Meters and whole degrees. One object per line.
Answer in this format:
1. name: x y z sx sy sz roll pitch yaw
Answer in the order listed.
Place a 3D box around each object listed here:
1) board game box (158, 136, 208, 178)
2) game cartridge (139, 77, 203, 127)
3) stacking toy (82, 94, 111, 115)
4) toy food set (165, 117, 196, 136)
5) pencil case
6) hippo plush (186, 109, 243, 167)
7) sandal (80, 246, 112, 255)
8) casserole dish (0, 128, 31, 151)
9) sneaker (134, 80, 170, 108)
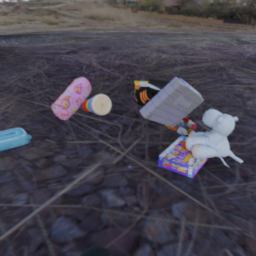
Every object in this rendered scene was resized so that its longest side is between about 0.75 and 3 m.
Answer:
1. board game box: 2.009 0.942 9.655 1.226 0.408 1.823 17 29 29
2. game cartridge: 1.506 -0.767 9.131 0.462 1.561 2.408 51 18 25
3. stacking toy: -1.080 -0.690 8.799 0.620 0.620 1.451 -14 7 -26
4. toy food set: 2.217 -0.032 10.977 1.445 0.690 0.650 24 11 -28
5. pencil case: -2.211 -1.193 11.139 0.864 0.864 1.976 10 45 19
6. hippo plush: 2.747 0.216 9.054 1.433 1.447 1.799 -11 33 -31
7. sandal: -1.081 3.020 5.424 0.767 0.488 2.041 20 19 37
8. casserole dish: -4.739 0.431 10.854 1.879 0.365 1.138 -15 29 -30
9. sneaker: 1.068 -1.299 11.784 1.043 1.341 2.981 -4 15 -18
